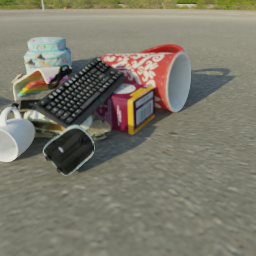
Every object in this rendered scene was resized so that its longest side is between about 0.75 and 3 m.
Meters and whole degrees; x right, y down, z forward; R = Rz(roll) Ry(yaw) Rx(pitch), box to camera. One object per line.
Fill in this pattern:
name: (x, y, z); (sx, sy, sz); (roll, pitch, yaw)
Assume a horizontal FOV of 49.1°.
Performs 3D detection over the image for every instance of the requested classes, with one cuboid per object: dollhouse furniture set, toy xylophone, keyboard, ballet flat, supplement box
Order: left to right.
keyboard: (-3.015, -0.628, 8.626); (1.217, 0.260, 2.027); (-5, 14, -19)
dollhouse furniture set: (-3.568, -1.957, 10.704); (1.403, 1.230, 0.932); (-28, 26, 4)
toy xylophone: (-2.613, -1.418, 8.740); (1.578, 0.541, 2.155); (-18, 3, -39)
ballet flat: (-1.734, -0.137, 7.204); (2.511, 0.946, 0.852); (3, 56, 6)
keyboard: (-1.303, -1.090, 7.240); (1.590, 0.340, 2.648); (29, 46, 10)
supplement box: (-0.540, -0.772, 8.397); (2.393, 1.025, 1.320); (15, 32, 28)

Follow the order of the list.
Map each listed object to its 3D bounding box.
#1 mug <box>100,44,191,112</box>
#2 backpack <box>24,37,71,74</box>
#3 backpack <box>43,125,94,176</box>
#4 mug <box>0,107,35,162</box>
mug: (0.602, -1.761, 9.670); (2.810, 1.875, 2.494); (11, 29, 30)
backpack: (-3.633, -3.184, 12.713); (2.060, 1.747, 2.320); (-2, 32, -4)
backpack: (-1.203, 0.425, 5.967); (0.953, 0.846, 0.717); (-39, 10, 0)
mug: (-2.722, 0.070, 6.620); (0.836, 1.132, 0.993); (3, 24, 14)
